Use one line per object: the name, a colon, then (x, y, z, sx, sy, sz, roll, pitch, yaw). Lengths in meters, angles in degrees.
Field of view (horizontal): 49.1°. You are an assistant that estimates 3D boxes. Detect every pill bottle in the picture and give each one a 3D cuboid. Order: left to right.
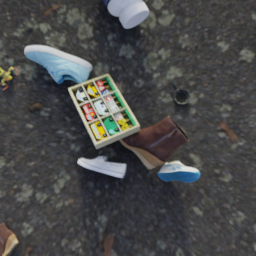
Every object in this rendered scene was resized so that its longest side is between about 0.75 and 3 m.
pill bottle: (-0.341, -5.304, 10.715, 1.524, 1.524, 2.744, -29, 88, -4)

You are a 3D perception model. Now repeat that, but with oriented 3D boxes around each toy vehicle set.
toy vehicle set: (-0.905, -0.671, 10.023, 1.642, 0.350, 2.643, -24, 61, -12)

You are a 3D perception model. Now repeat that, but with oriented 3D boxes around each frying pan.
frying pan: (1.899, -1.299, 10.855, 1.028, 0.167, 0.622, 31, 82, 6)

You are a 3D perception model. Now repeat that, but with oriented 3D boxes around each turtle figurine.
turtle figurine: (-4.862, -2.025, 10.881, 0.808, 0.323, 1.002, 26, 82, 4)

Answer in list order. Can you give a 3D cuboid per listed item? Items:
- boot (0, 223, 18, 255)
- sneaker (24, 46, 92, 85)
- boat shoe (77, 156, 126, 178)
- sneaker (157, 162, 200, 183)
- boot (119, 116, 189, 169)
boot: (-4.561, 4.135, 9.982, 0.972, 0.423, 1.168, 39, 85, 18)
sneaker: (-2.772, -2.305, 10.599, 2.636, 0.974, 1.080, 16, 78, 3)
boat shoe: (-0.933, 1.302, 10.117, 1.770, 0.651, 0.578, 15, 87, 5)
sneaker: (1.789, 1.488, 9.789, 0.654, 1.618, 0.619, -52, 121, -35)
boot: (0.766, 0.170, 9.900, 2.276, 0.824, 1.893, 47, 114, 3)
